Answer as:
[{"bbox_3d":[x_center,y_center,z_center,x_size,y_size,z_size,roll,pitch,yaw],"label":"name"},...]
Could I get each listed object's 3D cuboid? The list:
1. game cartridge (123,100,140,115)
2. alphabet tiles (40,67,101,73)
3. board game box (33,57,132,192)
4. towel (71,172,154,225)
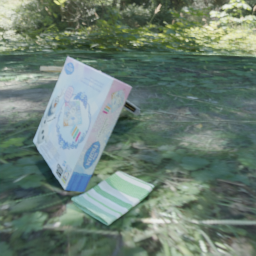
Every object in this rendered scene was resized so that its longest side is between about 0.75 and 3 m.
[{"bbox_3d":[-0.418,-1.268,12.484,1.372,0.416,2.058,42,8,34],"label":"game cartridge"},{"bbox_3d":[-2.467,-2.500,12.225,2.408,0.180,2.462,12,12,43],"label":"alphabet tiles"},{"bbox_3d":[-1.482,-0.270,7.847,0.642,2.944,2.958,17,12,-39],"label":"board game box"},{"bbox_3d":[-0.353,1.668,7.032,1.332,0.204,1.746,16,27,38],"label":"towel"}]
